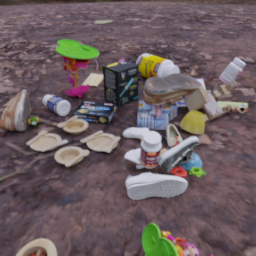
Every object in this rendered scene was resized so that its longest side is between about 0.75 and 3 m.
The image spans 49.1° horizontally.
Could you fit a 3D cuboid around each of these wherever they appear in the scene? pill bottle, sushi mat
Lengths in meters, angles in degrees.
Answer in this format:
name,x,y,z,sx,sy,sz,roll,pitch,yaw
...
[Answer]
name,x,y,z,sx,sy,sz,roll,pitch,yaw
pill bottle,0.658,0.646,8.229,0.601,1.052,0.601,1,43,-1
pill bottle,5.045,-2.718,13.538,0.676,1.193,0.676,25,28,-15
sushi mat,-1.890,-2.641,15.458,0.863,0.109,1.804,5,31,10
pill bottle,-3.151,-1.017,12.164,1.240,0.689,0.689,25,39,34
pill bottle,1.599,-3.182,15.225,1.266,1.266,2.317,-25,39,-35

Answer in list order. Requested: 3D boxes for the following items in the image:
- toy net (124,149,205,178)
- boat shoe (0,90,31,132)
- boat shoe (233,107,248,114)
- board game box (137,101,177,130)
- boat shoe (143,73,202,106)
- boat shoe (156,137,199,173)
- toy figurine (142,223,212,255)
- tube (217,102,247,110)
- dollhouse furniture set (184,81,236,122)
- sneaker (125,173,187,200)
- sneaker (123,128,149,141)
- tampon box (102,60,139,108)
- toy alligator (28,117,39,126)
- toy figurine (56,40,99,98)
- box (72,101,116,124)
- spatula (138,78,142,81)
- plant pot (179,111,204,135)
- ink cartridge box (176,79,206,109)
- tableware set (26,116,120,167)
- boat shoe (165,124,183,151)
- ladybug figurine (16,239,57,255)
name,x,y,z,sx,sy,sz,roll,pitch,yaw
toy net,1.096,1.178,8.769,2.451,0.473,1.286,2,35,6
boat shoe,-4.639,-0.783,11.485,0.990,1.044,2.757,-7,30,-8
boat shoe,4.807,-0.765,11.854,0.879,0.313,0.275,1,-2,-34
board game box,1.216,-0.539,11.536,1.651,0.510,1.652,2,31,4
boat shoe,1.800,-1.540,11.593,2.926,1.050,1.108,-9,45,-30
boat shoe,1.629,0.828,8.479,1.749,0.618,0.557,-26,62,-34
toy figurine,1.098,2.670,5.617,1.346,1.098,1.463,17,29,-28
tube,4.627,-0.974,12.479,1.258,0.327,0.365,4,9,9
dollhouse furniture set,3.647,-1.152,11.545,2.321,1.028,1.203,-19,76,-32
sneaker,0.797,1.545,7.941,1.733,0.662,0.698,-1,26,-3
sneaker,0.360,0.273,10.311,1.026,0.378,0.593,-8,30,-13
tampon box,-0.331,-2.070,12.899,1.298,1.732,1.093,-27,40,-37
toy alligator,-3.728,-0.198,11.070,0.391,0.283,1.180,-19,21,-12
toy figurine,-2.582,-2.663,13.262,1.899,2.328,2.529,-13,39,-32
box,-1.404,-0.663,11.885,1.558,0.358,1.239,6,31,10
spatula,0.035,-2.351,14.111,0.683,0.248,2.415,-4,3,-26
plant pot,2.526,-0.265,10.693,0.947,0.672,0.947,14,22,-6
ink cartridge box,2.826,-1.545,12.754,1.485,0.325,1.499,-2,61,-5
tableware set,-1.956,0.448,10.048,2.946,0.342,2.461,23,38,33
boat shoe,1.649,0.466,9.860,0.562,0.494,1.580,0,33,-7
ladybug figurine,-1.949,2.939,5.725,0.916,0.485,1.349,6,31,9
